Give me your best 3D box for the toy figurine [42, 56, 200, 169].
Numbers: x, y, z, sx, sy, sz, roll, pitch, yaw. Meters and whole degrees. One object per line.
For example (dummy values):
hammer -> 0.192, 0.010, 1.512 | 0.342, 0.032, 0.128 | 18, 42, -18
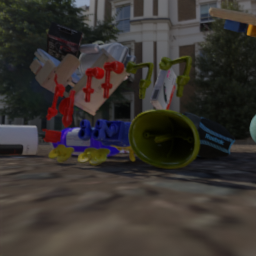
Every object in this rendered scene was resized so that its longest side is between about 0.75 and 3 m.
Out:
toy figurine -> 0.137, -0.094, 4.098 | 2.539, 1.339, 1.521 | -1, -8, 38

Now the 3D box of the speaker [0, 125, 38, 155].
speaker -> -2.975, 0.273, 6.356 | 1.746, 0.709, 0.709 | 2, -4, -28

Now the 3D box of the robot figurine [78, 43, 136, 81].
robot figurine -> -0.832, -2.225, 9.810 | 2.283, 1.289, 1.936 | 4, -29, 39

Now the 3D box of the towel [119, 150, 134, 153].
towel -> -0.434, 0.543, 8.636 | 2.848, 0.426, 2.084 | 1, -4, -13

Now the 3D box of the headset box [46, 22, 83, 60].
headset box -> -2.059, -2.740, 9.000 | 1.001, 0.505, 1.347 | 16, -20, -12

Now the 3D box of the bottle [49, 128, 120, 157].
bottle -> -1.046, 0.307, 6.355 | 1.938, 0.633, 0.810 | -2, -2, 42

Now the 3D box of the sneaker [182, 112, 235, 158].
sneaker -> 1.512, 0.287, 5.704 | 0.997, 0.891, 2.433 | 20, 5, 14

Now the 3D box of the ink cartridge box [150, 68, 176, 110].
ink cartridge box -> 1.580, -1.411, 11.399 | 0.382, 1.755, 1.523 | 3, -27, 36

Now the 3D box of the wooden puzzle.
wooden puzzle -> 3.735, -2.927, 8.084 | 2.232, 0.517, 2.068 | -1, 28, -27

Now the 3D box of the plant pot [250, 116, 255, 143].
plant pot -> 6.908, 0.105, 13.112 | 1.961, 1.961, 1.321 | -1, 6, 10

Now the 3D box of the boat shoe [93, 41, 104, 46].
boat shoe -> -0.802, -2.659, 12.032 | 1.058, 0.907, 2.893 | -38, -16, 6

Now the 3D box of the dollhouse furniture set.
dollhouse furniture set -> -1.575, -1.919, 7.752 | 2.424, 1.582, 2.289 | 47, 9, 34
